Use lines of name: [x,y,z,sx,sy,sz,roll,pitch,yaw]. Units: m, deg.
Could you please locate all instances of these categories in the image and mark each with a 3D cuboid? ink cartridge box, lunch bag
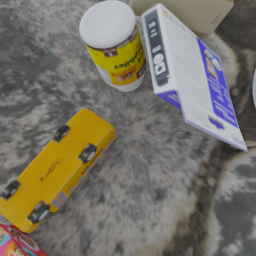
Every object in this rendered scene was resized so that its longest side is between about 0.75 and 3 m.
ink cartridge box: [1.548,-0.942,6.368,0.622,2.839,2.866,-27,58,35]
lunch bag: [-2.427,3.447,5.381,2.582,1.058,2.274,39,73,15]

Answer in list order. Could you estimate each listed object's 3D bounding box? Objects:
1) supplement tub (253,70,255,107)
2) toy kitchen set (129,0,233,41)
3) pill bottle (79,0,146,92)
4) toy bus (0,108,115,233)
supplement tub: [4.721,-1.041,6.747,2.716,1.975,1.975,-1,68,0]
toy kitchen set: [1.121,-3.732,7.077,2.225,2.727,2.460,7,62,-17]
pill bottle: [-0.241,-1.823,6.843,1.236,2.262,1.236,-5,67,11]
toy bus: [-1.521,0.907,6.385,0.945,1.137,2.904,34,72,12]
